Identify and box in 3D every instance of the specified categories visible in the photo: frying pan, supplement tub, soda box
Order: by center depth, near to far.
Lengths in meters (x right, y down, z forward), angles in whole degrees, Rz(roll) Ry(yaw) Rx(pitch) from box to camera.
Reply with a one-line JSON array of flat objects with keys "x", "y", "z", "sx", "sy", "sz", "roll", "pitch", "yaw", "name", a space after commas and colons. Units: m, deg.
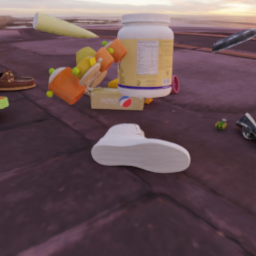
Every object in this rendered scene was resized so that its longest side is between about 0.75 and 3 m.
[{"x": 2.996, "y": -2.309, "z": 6.948, "sx": 1.947, "sy": 0.317, "sz": 1.178, "roll": -18, "pitch": 13, "yaw": 27, "name": "frying pan"}, {"x": 0.540, "y": -2.311, "z": 9.044, "sx": 1.785, "sy": 2.455, "sz": 1.785, "roll": 0, "pitch": 16, "yaw": 0, "name": "supplement tub"}, {"x": -0.456, "y": -1.252, "z": 12.035, "sx": 2.235, "sy": 0.757, "sz": 0.716, "roll": 2, "pitch": 25, "yaw": 5, "name": "soda box"}]

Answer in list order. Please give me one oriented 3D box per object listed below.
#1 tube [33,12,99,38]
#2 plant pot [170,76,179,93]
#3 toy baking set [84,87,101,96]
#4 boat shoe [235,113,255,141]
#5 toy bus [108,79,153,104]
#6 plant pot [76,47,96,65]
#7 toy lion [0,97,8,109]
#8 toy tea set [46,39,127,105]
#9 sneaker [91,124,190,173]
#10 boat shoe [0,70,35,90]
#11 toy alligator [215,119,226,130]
[{"x": -2.390, "y": -3.818, "z": 10.881, "sx": 2.436, "sy": 0.632, "sz": 0.707, "roll": 4, "pitch": 53, "yaw": -36, "name": "tube"}, {"x": 2.037, "y": -2.129, "z": 13.954, "sx": 0.761, "sy": 0.850, "sz": 0.850, "roll": -5, "pitch": 20, "yaw": 29, "name": "plant pot"}, {"x": -1.556, "y": -1.832, "z": 13.931, "sx": 1.309, "sy": 0.198, "sz": 1.705, "roll": -10, "pitch": 27, "yaw": -21, "name": "toy baking set"}, {"x": 4.147, "y": 0.187, "z": 9.384, "sx": 0.598, "sy": 0.635, "sz": 1.768, "roll": -32, "pitch": 27, "yaw": 16, "name": "boat shoe"}, {"x": 0.341, "y": -1.739, "z": 12.804, "sx": 2.499, "sy": 0.978, "sz": 0.813, "roll": 11, "pitch": 26, "yaw": 23, "name": "toy bus"}, {"x": -1.445, "y": -2.423, "z": 9.866, "sx": 0.970, "sy": 0.688, "sz": 0.970, "roll": -27, "pitch": 6, "yaw": 3, "name": "plant pot"}, {"x": -5.823, "y": -0.753, "z": 10.403, "sx": 2.286, "sy": 0.819, "sz": 2.384, "roll": -3, "pitch": 16, "yaw": 12, "name": "toy lion"}, {"x": -1.080, "y": -1.676, "z": 7.335, "sx": 0.979, "sy": 1.573, "sz": 2.645, "roll": 43, "pitch": 36, "yaw": -3, "name": "toy tea set"}, {"x": 0.470, "y": 0.437, "z": 8.171, "sx": 2.716, "sy": 1.000, "sz": 1.569, "roll": 6, "pitch": 29, "yaw": 15, "name": "sneaker"}, {"x": -6.265, "y": -2.409, "z": 14.210, "sx": 2.920, "sy": 1.027, "sz": 1.028, "roll": -9, "pitch": 21, "yaw": -23, "name": "boat shoe"}, {"x": 3.422, "y": -0.096, "z": 10.235, "sx": 0.314, "sy": 0.228, "sz": 0.948, "roll": 15, "pitch": 23, "yaw": 29, "name": "toy alligator"}]
